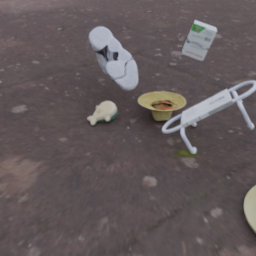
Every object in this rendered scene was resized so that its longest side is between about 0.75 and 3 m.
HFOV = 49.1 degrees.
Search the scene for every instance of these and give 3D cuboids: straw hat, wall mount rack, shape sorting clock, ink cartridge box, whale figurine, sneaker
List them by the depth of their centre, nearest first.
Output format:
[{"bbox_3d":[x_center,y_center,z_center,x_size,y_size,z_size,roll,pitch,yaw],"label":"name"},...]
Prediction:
[{"bbox_3d":[3.679,1.924,6.087,2.182,0.428,2.182,-1,33,1],"label":"shape sorting clock"},{"bbox_3d":[2.377,-0.352,7.900,2.733,1.019,2.375,-27,15,22],"label":"wall mount rack"},{"bbox_3d":[2.115,-2.600,8.388,0.705,0.962,0.399,20,38,0],"label":"ink cartridge box"},{"bbox_3d":[1.139,-0.607,9.534,1.709,0.723,1.709,-3,27,1],"label":"straw hat"},{"bbox_3d":[-0.857,-0.429,9.585,1.058,0.549,0.842,-37,53,-9],"label":"whale figurine"},{"bbox_3d":[-0.425,-2.343,10.392,1.024,1.567,2.726,-32,73,-1],"label":"sneaker"}]
